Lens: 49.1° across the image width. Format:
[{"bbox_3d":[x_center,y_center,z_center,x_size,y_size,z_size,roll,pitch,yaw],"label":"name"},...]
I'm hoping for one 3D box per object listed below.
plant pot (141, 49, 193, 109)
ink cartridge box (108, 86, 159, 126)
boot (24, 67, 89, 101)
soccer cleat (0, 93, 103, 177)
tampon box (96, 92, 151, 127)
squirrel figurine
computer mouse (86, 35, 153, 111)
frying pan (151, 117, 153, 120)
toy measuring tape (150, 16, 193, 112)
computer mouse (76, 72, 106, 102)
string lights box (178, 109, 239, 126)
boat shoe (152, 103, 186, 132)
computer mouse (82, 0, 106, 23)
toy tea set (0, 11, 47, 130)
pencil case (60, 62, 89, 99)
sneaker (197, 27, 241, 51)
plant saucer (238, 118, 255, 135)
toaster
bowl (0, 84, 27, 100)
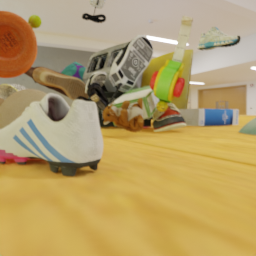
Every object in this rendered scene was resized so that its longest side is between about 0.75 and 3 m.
[{"bbox_3d":[1.482,-1.786,11.590,2.083,2.934,2.934,6,4,12],"label":"plant pot"},{"bbox_3d":[0.265,-0.665,7.446,0.975,0.557,1.877,-13,14,19],"label":"ink cartridge box"},{"bbox_3d":[-2.311,-1.507,9.070,1.898,0.687,1.578,22,2,-45],"label":"boot"},{"bbox_3d":[-0.833,0.020,2.669,1.550,0.669,0.541,2,4,36],"label":"soccer cleat"},{"bbox_3d":[-0.133,-0.564,9.005,1.729,1.092,1.296,1,2,2],"label":"tampon box"},{"bbox_3d":[-0.106,-0.186,5.656,0.792,0.600,0.848,-1,-27,0],"label":"squirrel figurine"},{"bbox_3d":[-0.133,-1.509,7.936,1.364,2.487,0.546,39,-12,-36],"label":"computer mouse"},{"bbox_3d":[0.489,-0.497,10.373,1.010,1.669,0.272,37,7,-23],"label":"frying pan"},{"bbox_3d":[1.015,-1.420,6.425,0.828,2.250,0.828,13,17,-4],"label":"toy measuring tape"},{"bbox_3d":[-0.979,-1.139,7.805,0.687,0.275,1.253,-4,-38,-40],"label":"computer mouse"},{"bbox_3d":[2.937,-0.385,10.232,2.060,0.607,1.059,-2,4,-32],"label":"string lights box"},{"bbox_3d":[1.056,-0.324,7.673,0.841,0.739,2.363,-7,3,4],"label":"boat shoe"},{"bbox_3d":[-1.017,-4.283,9.305,0.815,1.486,0.326,7,15,-21],"label":"computer mouse"},{"bbox_3d":[-2.229,-0.494,3.210,2.869,1.706,1.062,-7,15,-25],"label":"toy tea set"},{"bbox_3d":[-1.406,-1.456,11.590,2.990,1.272,1.382,36,-20,1],"label":"pencil case"},{"bbox_3d":[1.958,-1.993,6.141,0.405,0.468,1.081,-2,9,-35],"label":"sneaker"},{"bbox_3d":[3.927,-0.096,6.427,2.598,0.500,2.598,0,4,0],"label":"plant saucer"},{"bbox_3d":[-0.439,-2.021,10.148,1.855,2.052,1.217,-10,-46,21],"label":"toaster"},{"bbox_3d":[-3.064,-0.757,8.071,1.310,1.310,0.615,2,29,35],"label":"bowl"}]
